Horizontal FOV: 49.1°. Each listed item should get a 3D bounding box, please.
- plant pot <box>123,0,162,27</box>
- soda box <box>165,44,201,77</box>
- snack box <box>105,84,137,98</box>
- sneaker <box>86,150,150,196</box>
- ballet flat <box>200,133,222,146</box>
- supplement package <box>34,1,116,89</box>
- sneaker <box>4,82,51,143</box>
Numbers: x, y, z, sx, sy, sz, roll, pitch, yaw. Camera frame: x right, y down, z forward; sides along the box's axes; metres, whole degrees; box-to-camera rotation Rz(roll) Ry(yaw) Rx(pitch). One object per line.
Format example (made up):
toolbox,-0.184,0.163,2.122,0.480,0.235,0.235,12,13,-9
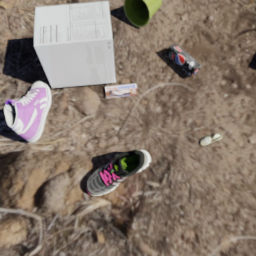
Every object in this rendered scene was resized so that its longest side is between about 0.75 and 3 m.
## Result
plant pot,0.800,-5.663,12.903,1.491,1.491,1.416,37,60,13
soda box,2.361,-2.918,12.086,0.556,0.497,1.571,-29,67,-38
snack box,-0.291,-1.557,11.848,1.329,0.162,0.478,-7,70,-3
sneaker,-0.425,1.525,10.037,2.636,1.153,0.972,-29,71,-1
ballet flat,3.269,0.413,11.021,0.941,0.293,0.317,-22,70,-8
supplement package,-1.974,-3.201,11.112,2.725,2.606,2.004,-6,63,-3
sneaker,-3.833,-0.970,10.668,0.989,1.556,2.730,-18,54,21
